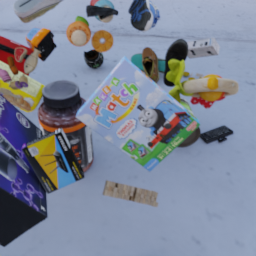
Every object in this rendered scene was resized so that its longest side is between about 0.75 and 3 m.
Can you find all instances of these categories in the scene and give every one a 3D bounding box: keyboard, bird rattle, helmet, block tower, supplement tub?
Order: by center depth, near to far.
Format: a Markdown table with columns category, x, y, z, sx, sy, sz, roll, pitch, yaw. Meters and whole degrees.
| category | x | y | z | sx | sy | sz | roll | pitch | yaw |
| --- | --- | --- | --- | --- | --- | --- | --- | --- | --- |
| block tower | 0.067 | 1.475 | 6.297 | 1.251 | 0.338 | 0.362 | 17 | 78 | -13 |
| bird rattle | 2.139 | -1.000 | 7.838 | 2.324 | 1.309 | 1.894 | 13 | -5 | -36 |
| supplement tub | -1.845 | 0.031 | 8.384 | 1.506 | 2.815 | 1.506 | 0 | 39 | 0 |
| keyboard | 3.272 | 0.260 | 10.244 | 1.250 | 0.160 | 0.751 | -19 | 43 | -20 |
| helmet | -1.735 | -3.541 | 14.230 | 1.084 | 1.033 | 1.084 | -1 | 82 | 5 |

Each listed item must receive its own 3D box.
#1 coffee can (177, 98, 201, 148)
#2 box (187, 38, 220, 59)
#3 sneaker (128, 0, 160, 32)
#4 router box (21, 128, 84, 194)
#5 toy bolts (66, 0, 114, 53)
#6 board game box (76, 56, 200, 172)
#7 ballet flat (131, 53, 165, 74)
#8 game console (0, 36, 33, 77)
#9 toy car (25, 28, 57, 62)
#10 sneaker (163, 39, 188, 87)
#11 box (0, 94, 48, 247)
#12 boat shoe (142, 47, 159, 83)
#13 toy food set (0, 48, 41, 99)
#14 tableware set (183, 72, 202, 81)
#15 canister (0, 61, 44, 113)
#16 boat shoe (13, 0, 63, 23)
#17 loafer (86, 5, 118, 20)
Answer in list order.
| category | x | y | z | sx | sy | sz | roll | pitch | yaw |
| --- | --- | --- | --- | --- | --- | --- | --- | --- | --- |
| coffee can | 1.837 | -0.222 | 10.055 | 1.126 | 1.126 | 1.538 | -3 | 39 | -3 |
| box | 2.546 | -2.771 | 9.796 | 1.106 | 0.645 | 0.333 | 1 | 74 | 38 |
| sneaker | 0.662 | -3.860 | 9.468 | 0.994 | 0.977 | 2.580 | 23 | 34 | -18 |
| router box | -1.346 | 0.615 | 5.128 | 0.758 | 1.016 | 0.260 | -24 | 21 | -3 |
| toy bolts | -1.019 | -3.448 | 9.773 | 1.837 | 1.924 | 1.334 | 27 | 27 | -30 |
| board game box | 0.232 | -0.231 | 6.558 | 2.317 | 1.753 | 0.424 | 38 | 20 | -16 |
| ballet flat | 1.297 | -3.137 | 14.030 | 2.575 | 0.868 | 0.820 | 22 | 14 | 34 |
| game console | -4.297 | -2.566 | 10.259 | 1.465 | 0.869 | 1.262 | 18 | 30 | -31 |
| toy car | -2.805 | -3.964 | 10.341 | 0.981 | 2.948 | 1.446 | 34 | 4 | 1 |
| sneaker | 1.584 | -2.273 | 9.461 | 0.667 | 2.222 | 1.159 | 15 | 53 | 6 |
| box | -2.601 | 0.506 | 5.341 | 1.077 | 1.927 | 2.730 | -33 | 37 | 4 |
| boat shoe | 1.027 | -3.105 | 13.271 | 0.732 | 0.691 | 2.034 | -23 | 63 | 20 |
| toy food set | -2.421 | -1.252 | 6.063 | 0.734 | 1.154 | 0.182 | 20 | 1 | 6 |
| tableware set | 3.022 | -2.426 | 13.569 | 1.172 | 0.180 | 0.790 | 14 | 44 | 15 |
| canister | -3.578 | -1.294 | 7.833 | 1.626 | 2.189 | 0.948 | 2 | 66 | 61 |
| boat shoe | -3.083 | -4.734 | 10.352 | 2.427 | 0.753 | 0.874 | -32 | 84 | -12 |
| loafer | -0.798 | -3.525 | 8.624 | 1.095 | 0.384 | 0.372 | -9 | 25 | -33 |
